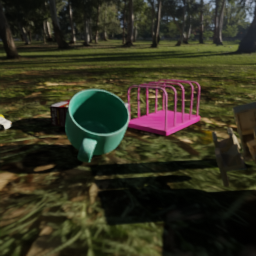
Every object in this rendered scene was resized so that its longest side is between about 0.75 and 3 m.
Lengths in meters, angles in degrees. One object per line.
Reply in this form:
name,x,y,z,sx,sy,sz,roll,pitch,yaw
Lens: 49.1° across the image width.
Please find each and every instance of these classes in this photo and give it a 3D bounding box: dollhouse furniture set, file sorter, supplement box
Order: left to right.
supplement box,-1.576,-0.568,11.727,2.938,0.895,1.599,5,18,20
file sorter,1.532,-1.029,11.725,1.969,1.777,2.834,13,21,37
dollhouse furniture set,3.418,0.549,6.934,2.298,1.628,2.501,-16,22,18

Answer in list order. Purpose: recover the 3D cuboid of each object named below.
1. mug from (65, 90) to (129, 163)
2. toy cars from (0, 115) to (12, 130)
mug,-1.138,0.012,8.572,1.830,1.377,2.227,43,50,16
toy cars,-5.694,-0.390,11.803,1.033,0.510,2.305,-13,21,-35
